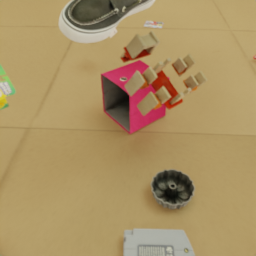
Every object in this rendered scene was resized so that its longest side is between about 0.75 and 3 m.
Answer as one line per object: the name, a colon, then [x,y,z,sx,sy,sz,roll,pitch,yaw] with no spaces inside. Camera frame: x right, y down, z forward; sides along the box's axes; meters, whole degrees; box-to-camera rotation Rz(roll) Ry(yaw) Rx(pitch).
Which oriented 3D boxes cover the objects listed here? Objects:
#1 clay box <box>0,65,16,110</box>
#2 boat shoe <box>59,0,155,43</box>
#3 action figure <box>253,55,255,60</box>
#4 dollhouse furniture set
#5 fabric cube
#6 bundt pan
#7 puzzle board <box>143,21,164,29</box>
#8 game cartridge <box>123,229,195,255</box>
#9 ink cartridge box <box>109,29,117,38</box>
clay box: [-1.779,-0.347,3.095,0.948,0.226,0.545,-27,70,-23]
boat shoe: [-0.234,-2.400,5.087,0.878,0.724,2.557,42,55,4]
action figure: [5.790,-2.756,11.081,1.573,0.779,0.513,25,47,29]
dollhouse furniture set: [0.652,-1.284,6.727,1.856,0.956,1.836,-27,81,-36]
fabric cube: [0.196,-0.985,8.539,1.474,1.478,1.450,-26,47,-26]
bundt pan: [1.034,1.484,6.604,1.033,0.388,1.033,-1,42,1]
puzzle board: [1.319,-5.316,14.406,0.932,0.081,0.703,10,43,11]
game cartridge: [0.598,2.900,5.031,1.442,0.450,2.166,4,42,-1]
ink cartridge box: [-0.871,-3.776,10.253,0.353,0.611,0.837,-45,64,-1]
